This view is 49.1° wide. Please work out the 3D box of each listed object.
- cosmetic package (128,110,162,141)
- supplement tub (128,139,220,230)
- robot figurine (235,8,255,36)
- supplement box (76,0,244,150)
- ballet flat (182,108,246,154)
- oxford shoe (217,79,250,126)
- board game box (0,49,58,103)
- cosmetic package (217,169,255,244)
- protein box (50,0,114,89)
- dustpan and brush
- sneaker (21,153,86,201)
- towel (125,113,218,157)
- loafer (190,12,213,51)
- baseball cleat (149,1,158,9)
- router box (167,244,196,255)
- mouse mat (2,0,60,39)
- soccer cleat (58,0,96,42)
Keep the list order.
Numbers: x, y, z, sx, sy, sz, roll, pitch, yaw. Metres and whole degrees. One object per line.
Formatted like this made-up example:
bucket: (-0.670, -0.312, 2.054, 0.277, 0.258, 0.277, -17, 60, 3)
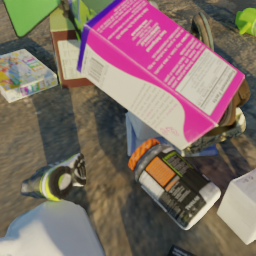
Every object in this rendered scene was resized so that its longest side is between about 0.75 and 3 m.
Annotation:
cosmetic package: (0.612, -0.452, 6.768, 0.958, 1.152, 0.964, -9, 55, -14)
supplement tub: (0.825, 1.005, 5.345, 0.998, 0.998, 1.628, -30, 60, -31)
robot figurine: (5.577, -4.658, 12.354, 1.508, 0.994, 1.719, -21, 44, -25)
supplement box: (0.541, -1.059, 5.423, 2.742, 1.387, 1.417, 39, 63, 2)
ballet flat: (2.240, -0.099, 6.807, 2.410, 0.908, 0.818, -21, 57, -30)
oxford shoe: (2.387, -0.755, 6.350, 0.879, 0.757, 2.083, 24, 48, -2)
board game box: (-3.705, -1.839, 9.400, 1.646, 0.419, 2.449, -28, 47, -29)
cosmetic package: (2.251, 1.403, 5.063, 0.778, 0.929, 0.773, -16, 42, -27)
protein box: (-1.072, -3.022, 9.622, 2.875, 1.940, 2.854, -8, 41, -10)
dustpan and brush: (-1.383, 1.687, 4.082, 0.730, 2.551, 1.781, -41, 48, 4)
sneaker: (-1.332, 0.890, 5.370, 0.748, 0.683, 1.848, -5, 0, 13)
towel: (1.031, 0.110, 7.201, 2.208, 0.263, 1.622, 0, 41, 0)
loafer: (2.244, -2.501, 8.799, 0.739, 2.350, 0.844, -22, 57, 12)
baseball cleat: (1.311, -3.385, 9.934, 1.166, 2.191, 0.764, -13, 24, -1)
router box: (1.043, 2.518, 4.248, 1.237, 0.323, 0.973, 20, 44, 22)
mouse mat: (-2.757, -4.497, 8.951, 2.981, 0.112, 2.399, -33, 67, 13)
soccer cleat: (-1.106, -2.799, 7.579, 0.878, 0.678, 2.098, -27, 86, -23)
